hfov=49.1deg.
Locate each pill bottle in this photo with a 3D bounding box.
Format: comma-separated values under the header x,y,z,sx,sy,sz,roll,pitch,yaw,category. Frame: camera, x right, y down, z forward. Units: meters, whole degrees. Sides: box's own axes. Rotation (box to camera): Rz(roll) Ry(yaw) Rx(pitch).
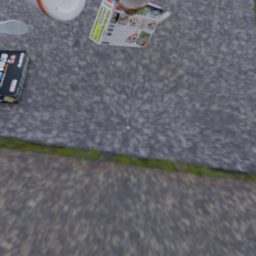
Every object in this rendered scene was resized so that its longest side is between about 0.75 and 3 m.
x,y,z,sx,sy,sz,roll,pitch,yaw,category
-1.901,-3.191,6.359,1.046,1.046,1.910,-39,53,-20,pill bottle

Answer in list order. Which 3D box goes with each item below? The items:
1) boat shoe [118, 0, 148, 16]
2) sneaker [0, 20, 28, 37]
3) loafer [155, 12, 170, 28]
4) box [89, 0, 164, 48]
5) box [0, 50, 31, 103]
x,y,z,sx,sy,sz,roll,pitch,yaw,category
0.069,-1.978,4.596,0.317,0.301,0.838,42,38,6,boat shoe
-3.144,-2.544,7.217,1.063,0.376,0.388,-11,101,-27,sneaker
0.859,-3.456,9.100,1.116,0.390,0.389,-35,87,-3,loafer
0.025,-2.241,5.978,0.311,0.986,1.793,40,30,21,box
-4.313,-1.757,9.476,1.591,0.460,2.002,1,60,1,box
